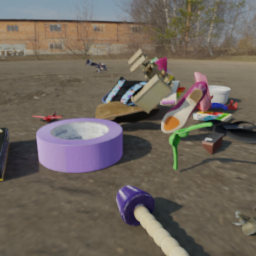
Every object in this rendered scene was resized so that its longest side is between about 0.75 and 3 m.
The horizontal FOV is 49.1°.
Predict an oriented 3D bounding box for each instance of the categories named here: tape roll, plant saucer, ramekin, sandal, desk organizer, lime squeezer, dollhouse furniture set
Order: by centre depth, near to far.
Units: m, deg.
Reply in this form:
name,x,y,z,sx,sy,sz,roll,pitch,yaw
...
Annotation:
name,x,y,z,sx,sy,sz,roll,pitch,yaw
lime squeezer,1.457,0.324,7.463,0.372,1.973,0.697,-5,52,-30
tape roll,-1.554,0.471,9.228,2.733,0.897,2.733,0,19,0
dollhouse furniture set,0.663,-1.518,9.530,1.489,1.129,1.699,33,27,-31
desk organizer,2.947,0.534,9.772,0.400,0.429,1.115,13,22,34
sandal,4.246,0.004,11.113,1.074,0.605,2.824,-14,22,-36
plant saucer,3.665,-1.776,13.650,0.494,1.950,1.950,-13,16,12
ramekin,5.108,-1.918,16.585,1.677,0.880,1.677,0,18,0

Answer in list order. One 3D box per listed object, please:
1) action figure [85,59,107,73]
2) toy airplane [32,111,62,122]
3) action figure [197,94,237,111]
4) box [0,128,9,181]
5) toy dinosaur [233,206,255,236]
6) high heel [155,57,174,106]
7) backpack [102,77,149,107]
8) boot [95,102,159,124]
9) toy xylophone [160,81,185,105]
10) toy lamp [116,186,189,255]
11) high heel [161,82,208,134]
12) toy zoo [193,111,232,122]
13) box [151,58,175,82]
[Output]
name,x,y,z,sx,sy,sz,roll,pitch,yaw
action figure,-1.291,-2.573,11.621,0.945,0.328,0.615,21,35,-14
toy airplane,-3.687,-0.492,13.184,1.483,0.273,1.483,0,18,0
action figure,4.562,-1.500,14.979,2.392,1.184,0.780,-5,18,-6
box,-4.962,0.819,8.458,2.371,0.733,2.970,-5,19,-19
toy dinosaur,2.754,1.966,5.535,1.296,0.499,0.663,15,36,21
high heel,1.880,-2.153,13.283,1.110,2.315,0.780,-33,17,8
backpack,0.057,-1.266,13.375,2.202,1.623,2.412,8,36,28
boot,-0.056,-0.726,11.430,2.625,0.966,0.990,-10,63,-2
toy xylophone,1.462,-1.387,10.657,1.198,0.411,1.636,3,30,24
toy lamp,0.542,1.899,5.117,0.797,0.797,2.737,-9,23,-25
high heel,1.983,-0.722,9.952,0.745,2.211,1.060,36,34,8
toy zoo,3.885,-0.538,13.297,1.707,0.175,1.120,11,22,38
box,1.658,-2.696,14.093,0.373,1.541,0.904,-31,20,51
